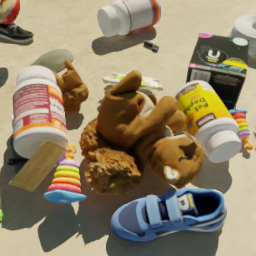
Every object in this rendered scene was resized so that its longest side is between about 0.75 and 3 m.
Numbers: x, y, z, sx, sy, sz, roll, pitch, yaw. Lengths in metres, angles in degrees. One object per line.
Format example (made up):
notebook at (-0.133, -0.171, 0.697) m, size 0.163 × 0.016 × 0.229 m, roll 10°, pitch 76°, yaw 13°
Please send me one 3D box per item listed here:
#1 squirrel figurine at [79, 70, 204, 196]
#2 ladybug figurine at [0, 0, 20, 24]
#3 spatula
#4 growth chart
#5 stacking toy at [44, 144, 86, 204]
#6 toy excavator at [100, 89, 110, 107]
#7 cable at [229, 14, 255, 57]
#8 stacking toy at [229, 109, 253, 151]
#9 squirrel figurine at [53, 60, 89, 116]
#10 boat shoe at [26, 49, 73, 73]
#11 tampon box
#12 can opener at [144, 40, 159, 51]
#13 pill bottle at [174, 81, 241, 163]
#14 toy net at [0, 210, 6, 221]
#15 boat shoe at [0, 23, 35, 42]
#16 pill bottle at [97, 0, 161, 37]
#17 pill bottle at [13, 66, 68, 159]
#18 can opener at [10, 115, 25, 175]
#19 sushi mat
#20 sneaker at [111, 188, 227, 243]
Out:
squirrel figurine at (0.305, 0.551, 7.057) m, size 2.975 × 2.106 × 2.777 m, roll -38°, pitch 69°, yaw -3°
ladybug figurine at (-4.314, -4.287, 10.130) m, size 1.038 × 0.550 × 1.530 m, roll -26°, pitch 51°, yaw 30°
spatula at (-2.277, 0.800, 7.261) m, size 1.670 × 0.172 × 0.472 m, roll -5°, pitch 81°, yaw -38°
growth chart at (0.108, -1.513, 9.057) m, size 1.981 × 0.243 × 2.738 m, roll 8°, pitch 15°, yaw 3°
stacking toy at (-1.446, 1.050, 6.685) m, size 0.813 × 0.768 × 1.400 m, roll 21°, pitch 59°, yaw -35°
toy excavator at (-0.556, -0.715, 8.948) m, size 1.348 × 0.673 × 1.311 m, roll 24°, pitch 50°, yaw 33°
cable at (5.537, -3.899, 11.680) m, size 2.520 × 0.872 × 2.519 m, roll 32°, pitch 55°, yaw 26°
stacking toy at (3.295, 0.123, 8.186) m, size 0.726 × 0.687 × 1.251 m, roll -6°, pitch 57°, yaw -19°
squirrel figurine at (-2.028, -1.112, 8.828) m, size 1.362 × 1.032 × 1.459 m, roll -35°, pitch 75°, yaw -10°
boat shoe at (-2.764, -2.053, 9.590) m, size 2.069 × 0.699 × 0.743 m, roll -27°, pitch 89°, yaw 10°
tampon box at (2.967, -1.941, 9.465) m, size 1.728 × 1.456 × 2.306 m, roll 13°, pitch 48°, yaw 12°
can opener at (0.943, -3.440, 11.717) m, size 0.787 × 0.210 × 0.263 m, roll 30°, pitch 53°, yaw 27°
pill bottle at (2.229, -0.193, 7.953) m, size 1.267 × 1.267 × 2.319 m, roll -10°, pitch 48°, yaw -9°
toy net at (-3.876, 2.199, 6.342) m, size 1.916 × 0.370 × 1.005 m, roll 3°, pitch 49°, yaw 3°
boat shoe at (-4.959, -4.212, 12.154) m, size 1.921 × 0.649 × 0.690 m, roll 19°, pitch 48°, yaw 15°
pill bottle at (0.053, -4.920, 12.266) m, size 2.580 × 1.414 × 1.414 m, roll -26°, pitch 52°, yaw -22°
pill bottle at (-2.340, -0.447, 7.347) m, size 1.279 × 1.279 × 2.334 m, roll -10°, pitch 57°, yaw -9°
can opener at (-2.834, 0.419, 7.807) m, size 0.748 × 0.597 × 2.236 m, roll -24°, pitch 52°, yaw -7°
sushi mat at (-2.085, 0.901, 6.576) m, size 1.400 × 0.670 × 0.085 m, roll -49°, pitch 41°, yaw 4°
sneaker at (0.917, 1.828, 6.157) m, size 2.639 × 1.085 × 0.976 m, roll -8°, pitch 55°, yaw -5°
